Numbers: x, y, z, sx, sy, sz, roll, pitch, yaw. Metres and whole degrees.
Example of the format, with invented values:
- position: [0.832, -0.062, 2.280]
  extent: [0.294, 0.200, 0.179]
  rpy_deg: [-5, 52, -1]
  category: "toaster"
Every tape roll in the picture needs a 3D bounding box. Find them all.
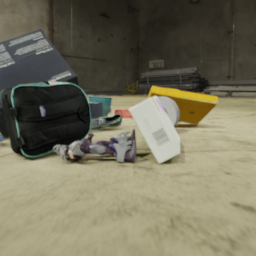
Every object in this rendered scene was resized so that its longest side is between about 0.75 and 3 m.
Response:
- position: [1.088, -0.433, 9.472]
  extent: [1.237, 1.237, 0.409]
  rpy_deg: [4, 10, 24]
  category: "tape roll"

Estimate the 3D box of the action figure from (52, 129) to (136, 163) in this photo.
- position: [-0.715, 0.407, 5.939]
  extent: [1.777, 0.616, 1.156]
  rpy_deg: [-3, 14, 1]
  category: "action figure"

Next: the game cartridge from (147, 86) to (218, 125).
- position: [1.883, -0.826, 10.773]
  extent: [2.401, 0.390, 2.117]
  rpy_deg: [11, -21, -3]
  category: "game cartridge"

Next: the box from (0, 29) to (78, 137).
- position: [-3.360, -1.503, 8.984]
  extent: [2.721, 2.478, 1.417]
  rpy_deg: [-28, -26, -21]
  category: "box"

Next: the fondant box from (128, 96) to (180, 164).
- position: [0.669, -0.045, 6.398]
  extent: [0.519, 1.285, 1.781]
  rpy_deg: [-29, 2, 12]
  category: "fondant box"

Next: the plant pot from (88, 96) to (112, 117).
- position: [-1.388, -0.985, 13.792]
  extent: [1.168, 1.098, 1.168]
  rpy_deg: [2, 6, 0]
  category: "plant pot"

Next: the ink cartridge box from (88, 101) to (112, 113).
- position: [-2.055, -1.224, 16.723]
  extent: [1.822, 0.431, 1.459]
  rpy_deg: [13, 11, 14]
  category: "ink cartridge box"

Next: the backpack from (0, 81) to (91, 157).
- position: [-1.875, -0.270, 6.580]
  extent: [1.864, 1.639, 1.429]
  rpy_deg: [-15, 10, -32]
  category: "backpack"

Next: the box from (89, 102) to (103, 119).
- position: [-2.104, -0.700, 12.532]
  extent: [1.563, 0.894, 1.717]
  rpy_deg: [3, 8, 10]
  category: "box"

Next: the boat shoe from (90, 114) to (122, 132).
- position: [-0.912, -0.240, 10.026]
  extent: [1.478, 0.457, 0.538]
  rpy_deg: [-7, 51, -20]
  category: "boat shoe"

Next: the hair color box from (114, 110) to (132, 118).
- position: [0.023, -0.742, 14.576]
  extent: [1.346, 0.412, 0.683]
  rpy_deg: [3, 8, 14]
  category: "hair color box"

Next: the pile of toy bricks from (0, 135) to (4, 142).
- position: [-4.331, 0.038, 7.698]
  extent: [1.099, 1.235, 2.227]
  rpy_deg: [-36, 39, -21]
  category: "pile of toy bricks"
